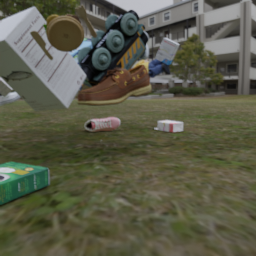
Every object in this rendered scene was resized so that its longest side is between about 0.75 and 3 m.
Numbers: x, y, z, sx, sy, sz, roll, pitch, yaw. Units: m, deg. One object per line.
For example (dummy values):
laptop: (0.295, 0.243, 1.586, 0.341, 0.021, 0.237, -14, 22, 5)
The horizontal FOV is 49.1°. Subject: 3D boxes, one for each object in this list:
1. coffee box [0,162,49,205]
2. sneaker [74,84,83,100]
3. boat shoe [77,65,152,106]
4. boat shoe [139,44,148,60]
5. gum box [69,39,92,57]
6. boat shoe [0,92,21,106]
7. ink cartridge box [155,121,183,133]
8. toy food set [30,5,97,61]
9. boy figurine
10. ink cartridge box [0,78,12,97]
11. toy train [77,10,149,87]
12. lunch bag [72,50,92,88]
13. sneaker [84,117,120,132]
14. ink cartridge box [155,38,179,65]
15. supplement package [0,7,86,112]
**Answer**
coffee box: (-2.552, 1.076, 5.178, 1.161, 0.415, 1.888, 4, 9, 27)
sneaker: (-2.337, -1.628, 12.115, 0.534, 0.456, 1.212, 25, -30, -14)
boat shoe: (-0.392, -1.312, 8.455, 1.045, 0.980, 2.902, 10, 23, 41)
boat shoe: (0.296, -3.409, 10.968, 0.585, 1.622, 0.575, -27, -15, 32)
gum box: (-2.805, -3.069, 11.951, 2.377, 0.623, 2.798, 15, 41, 37)
boat shoe: (-5.362, -1.327, 12.105, 0.600, 0.545, 1.631, 10, 31, 31)
ink cartridge box: (1.900, -0.094, 13.340, 0.736, 0.426, 1.263, -7, 11, -40)
toy food set: (-1.418, -2.143, 6.290, 1.306, 0.901, 0.262, -24, 43, 7)
boy figurine: (0.765, -2.656, 13.937, 2.559, 1.591, 0.825, -19, -31, 27)
ink cartridge box: (-5.107, -1.784, 11.105, 0.866, 1.076, 0.269, -20, 31, 45)
toy train: (-0.431, -2.526, 9.468, 1.270, 2.981, 1.699, 19, -23, 45)
lunch bag: (-1.431, -2.253, 10.139, 1.131, 0.848, 1.330, 18, -38, -34)
sneaker: (-1.233, -0.122, 12.895, 1.647, 0.620, 0.861, -4, 6, 12)
ink cartridge box: (1.669, -3.256, 11.927, 0.672, 0.930, 0.393, 32, 28, 15)
supplement package: (-2.473, -1.685, 7.439, 1.357, 1.362, 2.322, -2, -39, 34)
